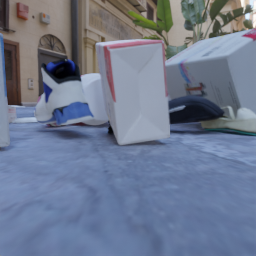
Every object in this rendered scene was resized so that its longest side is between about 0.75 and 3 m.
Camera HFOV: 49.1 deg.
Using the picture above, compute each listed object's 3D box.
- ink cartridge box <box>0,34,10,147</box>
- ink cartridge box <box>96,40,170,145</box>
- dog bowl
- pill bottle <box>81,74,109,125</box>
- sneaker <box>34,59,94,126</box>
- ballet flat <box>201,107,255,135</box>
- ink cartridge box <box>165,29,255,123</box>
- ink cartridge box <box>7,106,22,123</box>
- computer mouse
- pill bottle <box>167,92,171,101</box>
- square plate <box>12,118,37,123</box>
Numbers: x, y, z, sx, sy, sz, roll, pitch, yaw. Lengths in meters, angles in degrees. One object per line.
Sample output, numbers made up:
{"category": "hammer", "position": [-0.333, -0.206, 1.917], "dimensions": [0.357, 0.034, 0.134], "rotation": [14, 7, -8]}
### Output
{"category": "ink cartridge box", "position": [-2.916, -0.592, 4.887], "dimensions": [0.967, 1.640, 2.849], "rotation": [-4, 6, -35]}
{"category": "ink cartridge box", "position": [-0.039, -0.906, 5.524], "dimensions": [0.916, 1.580, 2.713], "rotation": [-9, 20, -8]}
{"category": "dog bowl", "position": [-2.206, -0.537, 8.105], "dimensions": [0.406, 1.102, 1.102], "rotation": [-17, 2, 11]}
{"category": "pill bottle", "position": [-1.218, -0.914, 8.881], "dimensions": [1.550, 1.550, 2.762], "rotation": [-2, 7, -23]}
{"category": "sneaker", "position": [-1.442, -0.774, 6.104], "dimensions": [0.915, 1.309, 2.266], "rotation": [-10, 7, -30]}
{"category": "ballet flat", "position": [2.427, -0.185, 6.398], "dimensions": [0.643, 0.643, 1.851], "rotation": [-4, 7, -35]}
{"category": "ink cartridge box", "position": [2.656, -1.415, 8.019], "dimensions": [2.012, 2.002, 2.768], "rotation": [-34, 22, -21]}
{"category": "ink cartridge box", "position": [-4.493, -0.471, 9.519], "dimensions": [1.756, 0.592, 1.022], "rotation": [-1, 5, -5]}
{"category": "computer mouse", "position": [0.765, -0.336, 6.304], "dimensions": [2.558, 0.589, 1.796], "rotation": [-6, 7, 26]}
{"category": "pill bottle", "position": [1.820, -1.184, 11.770], "dimensions": [2.596, 1.466, 1.466], "rotation": [11, 9, 18]}
{"category": "square plate", "position": [-3.529, -0.275, 9.791], "dimensions": [0.796, 0.113, 0.788], "rotation": [-2, 6, -4]}
